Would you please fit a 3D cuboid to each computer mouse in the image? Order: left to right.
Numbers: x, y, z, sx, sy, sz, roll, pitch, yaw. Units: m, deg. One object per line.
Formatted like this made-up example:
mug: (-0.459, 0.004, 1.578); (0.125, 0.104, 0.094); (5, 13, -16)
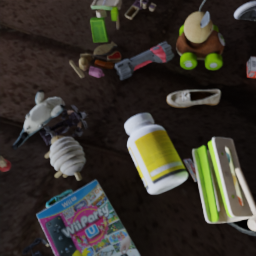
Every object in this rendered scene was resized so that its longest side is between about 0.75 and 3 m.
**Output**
computer mouse: (-2.534, 3.739, 8.168); (0.717, 0.235, 1.020); (-43, 61, -15)

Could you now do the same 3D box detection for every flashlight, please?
flashlight: (0.624, -2.540, 10.848); (2.260, 0.768, 0.765); (-29, 88, -8)

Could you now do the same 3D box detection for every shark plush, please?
shark plush: (-2.968, -0.139, 9.593); (1.063, 0.975, 2.340); (24, 70, 3)

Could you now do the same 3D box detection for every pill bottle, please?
pill bottle: (0.784, 0.776, 8.917); (1.349, 1.349, 2.408); (-21, 67, -9)

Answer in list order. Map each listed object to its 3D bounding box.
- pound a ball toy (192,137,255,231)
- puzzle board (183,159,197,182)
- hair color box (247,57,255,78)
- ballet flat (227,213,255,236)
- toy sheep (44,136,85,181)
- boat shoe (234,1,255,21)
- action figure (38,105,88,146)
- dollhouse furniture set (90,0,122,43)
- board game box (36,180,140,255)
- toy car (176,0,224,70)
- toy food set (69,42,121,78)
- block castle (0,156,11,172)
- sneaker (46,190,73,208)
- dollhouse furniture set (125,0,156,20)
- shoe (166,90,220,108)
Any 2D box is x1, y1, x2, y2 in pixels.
pound a ball toy: (2.943, 1.559, 7.792); (1.119, 1.717, 2.634); (7, 61, -27)
puzzle board: (2.102, 1.359, 9.095); (0.068, 0.589, 0.781); (-37, 69, 27)
hair color box: (5.390, -2.271, 10.844); (1.421, 0.435, 0.721); (9, 66, 3)
ballet flat: (3.274, 2.683, 8.327); (1.991, 0.565, 0.662); (20, 77, 19)
toy sheep: (-1.954, 0.961, 8.984); (1.197, 1.197, 1.736); (-31, 72, -14)
boat shoe: (5.625, -4.875, 11.949); (2.154, 0.753, 0.714); (-12, 64, -14)
action figure: (-2.193, -0.093, 9.771); (1.772, 0.615, 1.153); (-30, 62, -17)
dollhouse furniture set: (-0.973, -4.713, 12.027); (1.241, 0.959, 2.484); (0, 46, 8)
board game box: (-1.098, 3.221, 8.055); (2.006, 0.874, 2.720); (-29, 68, -14)
toy car: (2.793, -3.615, 10.332); (1.835, 2.326, 1.911); (2, 61, 4)
toy food set: (-1.145, -2.570, 11.057); (2.115, 0.333, 1.344); (-27, 65, -21)
block castle: (-4.982, 1.153, 8.998); (2.002, 0.939, 1.338); (29, 64, 10)
sneaker: (-2.133, 2.252, 8.774); (0.919, 0.366, 0.356); (-30, 69, -14)
dollhouse furniture set: (0.495, -5.238, 11.984); (0.981, 0.879, 1.239); (29, 68, 13)
shoe: (2.403, -1.150, 10.269); (1.972, 0.526, 0.689); (-3, 65, -1)
